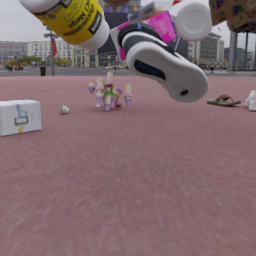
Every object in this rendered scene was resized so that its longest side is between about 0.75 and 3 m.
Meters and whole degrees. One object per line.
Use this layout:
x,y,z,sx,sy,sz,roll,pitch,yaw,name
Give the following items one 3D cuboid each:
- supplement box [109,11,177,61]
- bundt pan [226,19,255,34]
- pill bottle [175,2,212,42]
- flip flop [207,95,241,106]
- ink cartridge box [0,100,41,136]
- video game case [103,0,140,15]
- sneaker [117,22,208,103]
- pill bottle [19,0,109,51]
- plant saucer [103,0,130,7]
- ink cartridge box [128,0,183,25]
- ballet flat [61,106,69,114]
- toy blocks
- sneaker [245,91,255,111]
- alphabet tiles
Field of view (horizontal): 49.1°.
0.683,-3.894,11.639,1.309,1.337,2.586,-6,21,46,supplement box
3.376,-3.090,8.145,1.076,0.404,1.076,8,-5,1,bundt pan
2.397,-3.781,10.200,1.265,1.265,2.255,3,17,12,pill bottle
4.531,-1.359,13.406,0.725,0.514,1.787,-7,15,-30,flip flop
-3.273,-0.331,8.137,1.158,0.846,0.850,-12,17,-42,ink cartridge box
-0.179,-3.860,8.143,1.083,0.982,0.246,1,22,-8,video game case
0.585,-1.103,4.455,1.756,0.642,0.982,23,38,-43,sneaker
-1.264,-2.557,6.129,1.173,1.173,2.086,6,-9,24,pill bottle
-0.314,-3.870,7.681,1.017,1.017,0.186,-3,46,-12,plant saucer
0.951,-3.885,9.436,1.563,0.392,1.268,-21,10,-40,ink cartridge box
-2.524,-0.738,11.227,0.327,0.327,0.943,-3,13,-13,ballet flat
-0.855,-1.244,11.970,1.646,1.386,1.538,-19,-31,36,toy blocks
5.621,-1.244,12.299,0.713,0.812,2.027,2,11,15,sneaker
3.206,-3.459,6.642,2.651,0.084,2.206,-22,-30,12,alphabet tiles
